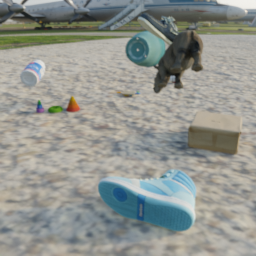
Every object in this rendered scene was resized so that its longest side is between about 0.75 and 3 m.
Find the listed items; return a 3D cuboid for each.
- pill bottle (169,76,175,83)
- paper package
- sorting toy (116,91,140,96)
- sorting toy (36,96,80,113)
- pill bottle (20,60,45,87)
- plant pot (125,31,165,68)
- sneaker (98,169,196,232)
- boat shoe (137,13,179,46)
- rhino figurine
[{"bbox_3d":[3.007,-3.175,18.171,0.855,0.483,0.483,3,25,7],"label":"pill bottle"},{"bbox_3d":[3.250,0.115,10.441,1.766,0.913,1.683,8,26,20],"label":"paper package"},{"bbox_3d":[0.019,-1.927,15.815,1.357,0.185,0.764,3,20,6],"label":"sorting toy"},{"bbox_3d":[-3.386,-1.154,13.478,2.075,0.715,0.719,-3,25,-9],"label":"sorting toy"},{"bbox_3d":[-3.724,-2.205,11.057,0.706,0.706,1.258,1,36,1],"label":"pill bottle"},{"bbox_3d":[0.737,-3.819,13.679,1.822,1.822,1.712,9,19,20],"label":"plant pot"},{"bbox_3d":[0.577,1.583,7.216,2.461,0.979,1.607,18,31,15],"label":"sneaker"},{"bbox_3d":[1.130,-2.799,8.048,2.037,0.630,0.763,21,20,-37],"label":"boat shoe"},{"bbox_3d":[1.194,-1.630,7.530,0.784,1.146,2.621,11,-15,-12],"label":"rhino figurine"}]
